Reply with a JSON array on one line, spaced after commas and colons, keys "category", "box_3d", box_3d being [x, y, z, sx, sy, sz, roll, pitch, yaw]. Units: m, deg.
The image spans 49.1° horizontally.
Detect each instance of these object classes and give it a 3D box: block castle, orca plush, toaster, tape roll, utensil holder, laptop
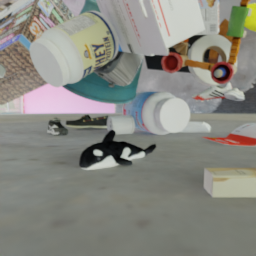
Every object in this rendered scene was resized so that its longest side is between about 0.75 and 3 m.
[{"category": "block castle", "box_3d": [1.700, -2.357, 6.029, 1.698, 2.541, 1.192, 18, 25, 27]}, {"category": "orca plush", "box_3d": [-0.168, 0.337, 5.175, 1.708, 0.607, 0.898, -3, 5, -34]}, {"category": "toaster", "box_3d": [-0.245, -1.999, 7.776, 0.976, 1.718, 1.110, 18, -11, 33]}, {"category": "tape roll", "box_3d": [2.426, -1.943, 8.065, 1.480, 1.480, 0.270, -1, 0, -13]}, {"category": "utensil holder", "box_3d": [-0.289, -0.108, 10.543, 0.860, 0.731, 0.731, -5, 6, -23]}, {"category": "laptop", "box_3d": [1.645, -2.827, 9.351, 2.100, 2.243, 1.300, 7, 26, 10]}]

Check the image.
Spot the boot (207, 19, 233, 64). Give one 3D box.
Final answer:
[{"category": "boot", "box_3d": [3.264, -2.738, 9.727, 1.523, 1.434, 0.522, -42, -1, 11]}]

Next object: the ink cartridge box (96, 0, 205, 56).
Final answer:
[{"category": "ink cartridge box", "box_3d": [0.223, -2.074, 4.377, 0.937, 1.603, 2.763, -27, 22, -6]}]

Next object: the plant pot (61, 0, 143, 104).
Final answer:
[{"category": "plant pot", "box_3d": [-0.741, -2.731, 9.526, 2.993, 2.812, 2.993, 15, 28, -8]}]

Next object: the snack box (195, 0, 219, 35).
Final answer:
[{"category": "snack box", "box_3d": [1.269, -2.365, 4.837, 0.566, 1.575, 0.192, 8, 49, 25]}]

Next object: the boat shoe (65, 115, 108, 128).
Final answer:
[{"category": "boat shoe", "box_3d": [-2.001, -0.312, 13.667, 2.155, 0.675, 0.788, -1, 5, 4]}]

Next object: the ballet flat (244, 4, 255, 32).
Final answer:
[{"category": "ballet flat", "box_3d": [3.442, -2.491, 6.495, 1.908, 0.637, 0.639, 6, 6, -26]}]

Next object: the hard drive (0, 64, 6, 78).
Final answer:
[{"category": "hard drive", "box_3d": [-3.541, -1.194, 5.231, 2.066, 0.276, 1.363, -10, -34, 27]}]

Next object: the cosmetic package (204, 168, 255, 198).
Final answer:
[{"category": "cosmetic package", "box_3d": [1.329, 0.645, 3.343, 0.763, 0.271, 0.401, 0, 4, -1]}]

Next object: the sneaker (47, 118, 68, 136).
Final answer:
[{"category": "sneaker", "box_3d": [-2.610, -0.055, 10.242, 0.466, 0.634, 1.402, -4, 6, -36]}]

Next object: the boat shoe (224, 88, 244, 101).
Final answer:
[{"category": "boat shoe", "box_3d": [3.450, -1.117, 9.096, 0.978, 0.341, 0.347, 6, -11, -36]}]

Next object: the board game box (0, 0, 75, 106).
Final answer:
[{"category": "board game box", "box_3d": [-2.904, -2.339, 7.787, 2.189, 2.746, 1.330, -17, -41, 27]}]

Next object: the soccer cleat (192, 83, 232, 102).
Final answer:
[{"category": "soccer cleat", "box_3d": [2.885, -1.247, 9.676, 1.402, 0.597, 0.481, -1, 16, 32]}]

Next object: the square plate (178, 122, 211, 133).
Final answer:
[{"category": "square plate", "box_3d": [2.365, -0.069, 12.400, 2.479, 0.356, 2.503, 2, 5, 17]}]

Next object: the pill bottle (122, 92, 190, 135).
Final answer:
[{"category": "pill bottle", "box_3d": [0.991, -0.583, 10.573, 1.566, 1.566, 2.879, -2, 8, -23]}]

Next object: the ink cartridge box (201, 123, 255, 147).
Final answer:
[{"category": "ink cartridge box", "box_3d": [3.603, 0.136, 8.151, 2.388, 0.599, 1.937, 2, 4, -4]}]

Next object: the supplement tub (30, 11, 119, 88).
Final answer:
[{"category": "supplement tub", "box_3d": [-0.894, -1.343, 4.795, 0.943, 0.943, 1.300, 5, 37, 47]}]
